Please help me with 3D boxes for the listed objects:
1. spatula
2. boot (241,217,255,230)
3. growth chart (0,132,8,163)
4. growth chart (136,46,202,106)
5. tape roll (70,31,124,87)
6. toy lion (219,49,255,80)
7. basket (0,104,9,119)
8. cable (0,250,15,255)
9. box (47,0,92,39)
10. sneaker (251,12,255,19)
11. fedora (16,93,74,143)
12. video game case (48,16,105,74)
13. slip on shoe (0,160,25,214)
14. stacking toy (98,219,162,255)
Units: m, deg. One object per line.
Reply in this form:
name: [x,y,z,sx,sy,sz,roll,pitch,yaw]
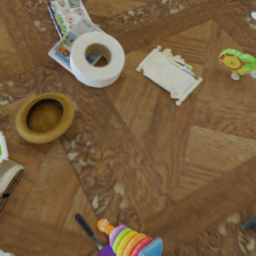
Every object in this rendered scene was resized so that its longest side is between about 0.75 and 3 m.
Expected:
spatula: [-1.011,3.407,8.511,0.572,0.208,2.025,-41,66,-11]
boot: [4.148,3.228,8.509,1.160,0.402,1.010,-12,61,-9]
growth chart: [-4.930,1.097,9.581,1.925,0.171,1.393,-35,62,0]
growth chart: [1.735,-2.307,11.679,1.957,0.240,2.705,-40,68,-20]
tape roll: [-1.246,-2.755,11.290,2.147,0.751,2.147,4,73,-12]
toy lion: [4.353,-2.551,11.011,1.407,1.468,0.504,42,73,-28]
basket: [-4.893,-0.468,10.321,0.849,0.633,0.606,-20,64,12]
cable: [-4.190,4.367,7.690,2.138,0.740,2.137,15,63,9]
box: [-2.593,-4.925,12.974,1.590,0.502,2.890,-20,63,-11]
sneaker: [6.254,-5.325,13.209,0.318,0.499,0.864,-32,64,-15]
fedora: [-2.882,-0.243,10.109,2.230,0.910,2.230,-3,54,4]
video game case: [-1.941,-3.408,11.829,1.678,0.211,2.343,38,72,-6]
slip on shoe: [-4.219,2.129,8.647,0.751,0.942,2.478,29,80,8]
stacking toy: [-0.132,3.333,8.196,2.054,1.192,1.127,26,20,33]
